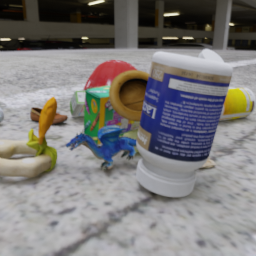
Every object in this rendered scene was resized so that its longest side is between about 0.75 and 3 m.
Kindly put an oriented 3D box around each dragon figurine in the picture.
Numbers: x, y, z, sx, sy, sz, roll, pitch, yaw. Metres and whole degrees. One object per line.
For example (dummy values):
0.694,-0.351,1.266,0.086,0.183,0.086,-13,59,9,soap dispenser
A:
-0.379,0.318,7.279,2.359,1.173,0.694,-22,12,-12,dragon figurine

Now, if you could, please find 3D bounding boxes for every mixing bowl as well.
-0.504,-1.914,11.829,2.755,1.492,2.755,7,-10,1,mixing bowl

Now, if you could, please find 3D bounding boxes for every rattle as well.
-3.271,0.166,7.269,2.792,1.994,1.818,13,35,21,rattle

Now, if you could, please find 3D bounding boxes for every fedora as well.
0.204,-0.853,7.979,1.612,1.612,0.657,-6,-9,-16,fedora

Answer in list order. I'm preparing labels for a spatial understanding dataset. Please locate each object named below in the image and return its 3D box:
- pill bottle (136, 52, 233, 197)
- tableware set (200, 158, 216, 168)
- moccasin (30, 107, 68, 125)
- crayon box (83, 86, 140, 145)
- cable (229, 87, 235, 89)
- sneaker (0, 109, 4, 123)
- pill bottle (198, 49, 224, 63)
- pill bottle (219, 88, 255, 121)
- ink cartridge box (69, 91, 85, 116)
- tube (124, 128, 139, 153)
1.096,-0.085,6.171,1.678,2.900,1.678,9,17,-3,pill bottle
1.728,0.784,7.998,1.243,0.173,1.488,0,19,-2,tableware set
-3.104,-0.528,10.942,1.705,0.658,0.624,12,23,29,moccasin
-0.126,-0.608,9.561,2.801,1.664,0.816,-16,34,-39,crayon box
4.511,-1.376,13.132,2.174,0.753,2.174,-8,21,-21,cable
-6.182,-0.587,10.565,2.839,1.037,1.005,5,18,14,sneaker
2.374,-1.723,9.853,1.123,1.939,1.123,17,48,-21,pill bottle
3.841,-0.928,11.201,2.237,1.222,1.222,-7,21,-20,pill bottle
-1.224,-1.002,11.443,2.111,0.626,1.096,-3,-20,-25,ink cartridge box
1.128,0.037,8.382,2.515,0.653,0.730,-21,-1,-4,tube
